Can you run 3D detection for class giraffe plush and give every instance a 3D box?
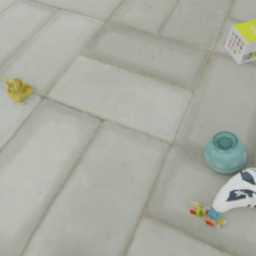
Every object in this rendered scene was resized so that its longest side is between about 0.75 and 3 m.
[{"bbox_3d":[-3.942,-1.387,9.805,0.917,0.862,1.063,6,57,4],"label":"giraffe plush"}]

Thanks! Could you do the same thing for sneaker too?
[{"bbox_3d":[3.655,1.936,7.494,2.520,1.006,1.640,-20,50,-25],"label":"sneaker"}]

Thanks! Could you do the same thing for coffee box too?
[{"bbox_3d":[4.667,-3.371,10.982,1.108,1.096,1.106,-18,58,-12],"label":"coffee box"}]

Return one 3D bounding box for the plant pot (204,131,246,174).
[{"bbox_3d":[2.871,0.617,8.326,1.227,0.822,1.227,-10,49,11],"label":"plant pot"}]

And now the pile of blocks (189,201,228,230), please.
[{"bbox_3d":[2.122,2.394,7.535,1.129,0.463,0.351,25,60,16],"label":"pile of blocks"}]
